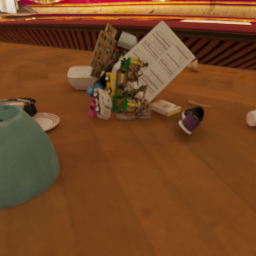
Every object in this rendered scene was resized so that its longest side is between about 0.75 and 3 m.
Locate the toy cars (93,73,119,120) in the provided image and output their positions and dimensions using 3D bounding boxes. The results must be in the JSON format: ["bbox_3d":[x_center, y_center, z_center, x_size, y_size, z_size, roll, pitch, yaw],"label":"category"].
[{"bbox_3d":[-0.498,-0.969,7.909,0.395,0.801,1.786,-19,29,31],"label":"toy cars"}]

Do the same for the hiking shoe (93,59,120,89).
[{"bbox_3d":[-0.730,-2.266,12.026,1.722,0.652,0.867,-53,23,-10],"label":"hiking shoe"}]

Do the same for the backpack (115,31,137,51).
[{"bbox_3d":[-0.085,-4.100,13.291,0.989,0.825,0.626,21,-8,-3],"label":"backpack"}]

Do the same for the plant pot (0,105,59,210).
[{"bbox_3d":[-3.275,0.476,7.248,2.746,1.849,2.746,1,27,0],"label":"plant pot"}]

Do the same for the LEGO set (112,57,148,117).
[{"bbox_3d":[0.255,-1.028,7.656,0.991,1.710,1.315,8,-18,-23],"label":"LEGO set"}]

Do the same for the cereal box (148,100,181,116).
[{"bbox_3d":[1.495,-0.840,11.583,0.803,0.221,1.116,-23,35,-37],"label":"cereal box"}]

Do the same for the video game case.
[{"bbox_3d":[-0.029,-2.519,13.127,2.048,0.405,2.259,-2,70,-1],"label":"video game case"}]

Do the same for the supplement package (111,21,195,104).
[{"bbox_3d":[0.842,-2.319,10.651,2.397,1.806,1.819,-44,6,-5],"label":"supplement package"}]

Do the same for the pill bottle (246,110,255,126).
[{"bbox_3d":[5.022,-0.375,10.134,1.300,0.730,0.730,-4,27,-7],"label":"pill bottle"}]

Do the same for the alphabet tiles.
[{"bbox_3d":[-1.036,-3.132,11.682,0.069,2.184,1.817,24,10,13],"label":"alphabet tiles"}]

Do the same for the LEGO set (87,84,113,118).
[{"bbox_3d":[-0.904,-1.230,11.698,2.720,1.116,1.038,-22,65,-44],"label":"LEGO set"}]

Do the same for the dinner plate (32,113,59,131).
[{"bbox_3d":[-3.345,-0.144,10.269,1.606,0.195,1.606,0,26,0],"label":"dinner plate"}]

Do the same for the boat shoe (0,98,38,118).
[{"bbox_3d":[-4.682,-0.524,10.174,2.815,1.051,1.305,-1,17,5],"label":"boat shoe"}]

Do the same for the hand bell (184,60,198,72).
[{"bbox_3d":[3.445,-3.619,16.759,1.415,0.737,0.737,-5,25,15],"label":"hand bell"}]

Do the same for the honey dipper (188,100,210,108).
[{"bbox_3d":[3.039,-0.991,11.957,0.931,0.177,0.177,17,31,26],"label":"honey dipper"}]

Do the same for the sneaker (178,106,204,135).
[{"bbox_3d":[2.337,-0.389,9.694,0.710,0.821,1.875,44,25,-2],"label":"sneaker"}]

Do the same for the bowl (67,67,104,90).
[{"bbox_3d":[-1.981,-2.515,14.240,2.062,0.770,2.059,-3,28,-5],"label":"bowl"}]

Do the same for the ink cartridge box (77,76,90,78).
[{"bbox_3d":[-2.197,-2.528,14.552,0.820,0.195,0.829,-10,41,-16],"label":"ink cartridge box"}]

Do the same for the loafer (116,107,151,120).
[{"bbox_3d":[0.216,-0.600,10.888,1.371,0.431,0.493,-3,27,-7],"label":"loafer"}]
